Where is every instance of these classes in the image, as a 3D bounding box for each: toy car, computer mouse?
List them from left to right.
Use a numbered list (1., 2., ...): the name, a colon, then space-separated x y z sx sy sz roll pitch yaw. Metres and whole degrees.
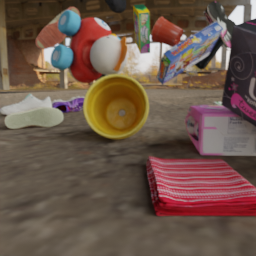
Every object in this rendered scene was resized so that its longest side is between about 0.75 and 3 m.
1. toy car: -0.753 -2.473 8.819 2.438 2.156 2.247 10 -3 44
2. computer mouse: -0.606 -3.653 7.175 0.524 0.304 1.787 -8 -35 33

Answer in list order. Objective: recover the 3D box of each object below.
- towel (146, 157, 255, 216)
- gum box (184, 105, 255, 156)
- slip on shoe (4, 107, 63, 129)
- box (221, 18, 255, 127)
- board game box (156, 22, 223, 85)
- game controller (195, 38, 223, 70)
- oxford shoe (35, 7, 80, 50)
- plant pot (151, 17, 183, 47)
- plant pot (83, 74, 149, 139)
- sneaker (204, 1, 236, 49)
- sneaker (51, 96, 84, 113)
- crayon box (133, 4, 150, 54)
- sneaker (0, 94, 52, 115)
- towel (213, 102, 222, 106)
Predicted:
1. towel: 1.014 0.755 4.071 1.438 0.224 1.988 1 10 0
2. gum box: 2.702 0.008 6.327 2.694 0.891 1.529 1 11 3
3. slip on shoe: -3.060 -0.318 9.172 1.831 0.678 0.560 -9 8 -22
4. box: 3.055 -0.664 4.554 1.519 1.750 2.648 -22 43 -19
5. board game box: 1.751 -2.139 8.160 1.913 0.330 1.295 -33 -15 -15
6. game controller: 3.371 -3.381 11.793 0.381 1.810 0.944 13 34 -37
7. oxford shoe: -2.869 -3.937 11.236 2.195 0.777 0.810 -46 34 -15
8. plant pot: 1.456 -3.429 10.236 0.903 0.928 0.928 30 20 17
9. plant pot: -0.254 -0.482 7.646 1.636 1.636 1.539 1 -4 5
10. sneaker: 3.323 -3.657 10.045 0.689 1.715 0.740 -30 10 -4
11. sneaker: -2.701 -0.970 13.307 1.883 0.759 0.785 -12 28 -14
12. crayon box: 0.571 -4.081 11.556 0.475 1.628 1.405 -8 36 -4
13. sneaker: -4.410 -1.005 12.167 2.112 0.935 0.795 -3 12 -17
14. towel: 4.943 -0.551 10.872 2.775 0.426 2.070 1 20 -9
